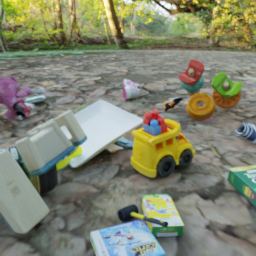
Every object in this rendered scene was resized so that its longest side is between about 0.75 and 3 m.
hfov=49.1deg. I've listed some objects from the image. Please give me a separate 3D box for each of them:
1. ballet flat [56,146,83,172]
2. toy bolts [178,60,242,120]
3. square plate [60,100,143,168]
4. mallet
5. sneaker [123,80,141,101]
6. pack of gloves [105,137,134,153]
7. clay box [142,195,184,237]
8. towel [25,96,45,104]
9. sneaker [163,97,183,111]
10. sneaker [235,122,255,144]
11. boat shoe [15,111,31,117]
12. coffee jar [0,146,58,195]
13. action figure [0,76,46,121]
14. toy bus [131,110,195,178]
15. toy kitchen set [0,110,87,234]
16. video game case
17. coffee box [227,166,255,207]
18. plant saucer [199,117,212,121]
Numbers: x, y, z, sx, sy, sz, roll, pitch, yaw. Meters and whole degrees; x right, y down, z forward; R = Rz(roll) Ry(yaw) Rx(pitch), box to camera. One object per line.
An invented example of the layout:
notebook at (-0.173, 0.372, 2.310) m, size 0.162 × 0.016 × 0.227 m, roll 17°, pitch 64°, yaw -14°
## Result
ballet flat at (-1.740, 0.759, 7.786) m, size 0.445 × 0.447 × 1.332 m, roll 8°, pitch 22°, yaw 26°
toy bolts at (3.447, -1.458, 12.998) m, size 2.663 × 1.934 × 2.788 m, roll -44°, pitch 61°, yaw -6°
square plate at (-1.232, 0.124, 9.132) m, size 2.615 × 0.375 × 2.640 m, roll -34°, pitch 36°, yaw -23°
mallet at (0.338, 1.729, 5.466) m, size 0.419 × 0.262 × 1.271 m, roll -11°, pitch 3°, yaw -44°
sneaker at (0.224, -2.123, 15.831) m, size 0.978 × 0.902 × 2.218 m, roll 0°, pitch 28°, yaw -4°
pack of gloves at (-0.621, 0.515, 9.452) m, size 1.319 × 0.310 × 1.570 m, roll -8°, pitch 24°, yaw -45°
clay box at (0.668, 1.769, 5.771) m, size 0.640 × 0.265 × 1.113 m, roll 1°, pitch 18°, yaw -7°
towel at (-4.836, -1.485, 14.584) m, size 0.954 × 0.230 × 0.817 m, roll -12°, pitch 17°, yaw -8°
sneaker at (2.095, -1.072, 12.965) m, size 0.375 × 0.483 × 1.073 m, roll 17°, pitch -24°, yaw -39°
sneaker at (4.142, 0.030, 9.948) m, size 0.725 × 0.469 × 1.337 m, roll 29°, pitch 22°, yaw -7°
boat shoe at (-4.809, -0.653, 12.366) m, size 1.247 × 0.436 × 0.413 m, roll 6°, pitch 46°, yaw 29°
coffee jar at (-2.999, 1.110, 6.374) m, size 2.609 × 1.113 × 1.361 m, roll -11°, pitch 23°, yaw -28°
action figure at (-4.708, -1.316, 11.246) m, size 2.662 × 1.783 × 1.982 m, roll 32°, pitch 1°, yaw 35°
toy bus at (0.951, 0.305, 7.744) m, size 1.735 × 1.665 × 1.177 m, roll -17°, pitch 24°, yaw -30°
toy kitchen set at (-2.206, 0.938, 6.526) m, size 2.047 × 1.505 × 2.555 m, roll -18°, pitch 16°, yaw 45°
video game case at (-0.034, 2.099, 4.933) m, size 1.061 × 0.241 × 0.961 m, roll -8°, pitch 22°, yaw -20°
coffee box at (3.263, 1.450, 6.484) m, size 1.110 × 0.397 × 1.805 m, roll -4°, pitch 20°, yaw -11°
plant saucer at (3.275, -0.495, 12.190) m, size 0.755 × 0.191 × 0.755 m, roll 0°, pitch 19°, yaw 0°
